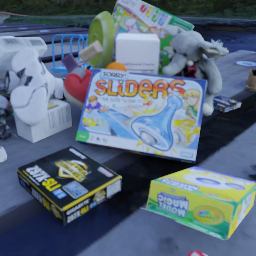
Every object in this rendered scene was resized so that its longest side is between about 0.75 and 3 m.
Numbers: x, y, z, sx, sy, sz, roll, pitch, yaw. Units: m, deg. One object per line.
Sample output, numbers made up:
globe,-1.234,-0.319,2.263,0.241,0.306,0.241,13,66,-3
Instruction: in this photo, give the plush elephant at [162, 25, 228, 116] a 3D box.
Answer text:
plush elephant,1.848,-1.966,8.535,2.193,2.663,2.062,35,4,42

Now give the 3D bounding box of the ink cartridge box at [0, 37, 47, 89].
ink cartridge box,-3.781,-1.963,8.748,2.173,0.545,1.762,-32,1,30

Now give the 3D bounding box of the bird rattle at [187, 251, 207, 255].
bird rattle,0.842,2.306,1.931,2.174,1.502,2.667,-32,35,-21

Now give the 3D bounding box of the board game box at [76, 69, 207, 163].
board game box,0.315,-0.337,6.633,2.786,1.886,0.480,8,-13,14

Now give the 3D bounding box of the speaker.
speaker,-2.910,-1.322,8.766,1.680,0.682,0.682,2,21,-35

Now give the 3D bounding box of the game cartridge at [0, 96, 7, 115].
game cartridge,-4.582,-0.773,7.128,2.553,0.517,1.702,16,-20,-33

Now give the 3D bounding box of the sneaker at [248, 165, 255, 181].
sneaker,3.302,0.823,5.748,1.623,0.488,0.847,-20,37,-29

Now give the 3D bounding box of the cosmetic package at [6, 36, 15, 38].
cosmetic package,-5.126,-2.543,11.092,2.139,1.790,1.779,-23,35,-39

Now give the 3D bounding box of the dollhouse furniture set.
dollhouse furniture set,-1.240,-2.201,9.354,1.382,1.095,0.981,-26,15,23

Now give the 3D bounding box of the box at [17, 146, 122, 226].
box,-1.167,1.015,5.473,1.330,0.411,1.665,-25,36,-38

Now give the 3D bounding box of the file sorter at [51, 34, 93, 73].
file sorter,-1.882,-3.230,12.230,1.735,1.534,2.501,9,18,27

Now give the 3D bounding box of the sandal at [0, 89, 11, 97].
sandal,-3.232,-0.806,9.010,2.144,0.612,0.851,24,24,13

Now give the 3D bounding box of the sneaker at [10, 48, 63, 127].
sneaker,-2.329,-0.869,7.475,0.951,1.454,2.530,-23,55,4

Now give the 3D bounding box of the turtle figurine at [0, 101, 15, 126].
turtle figurine,-3.341,-0.385,8.052,1.302,0.656,0.975,23,37,23

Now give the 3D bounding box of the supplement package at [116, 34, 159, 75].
supplement package,0.272,-1.860,9.199,1.331,2.222,1.347,1,25,1

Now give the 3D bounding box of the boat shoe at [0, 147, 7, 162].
boat shoe,-3.349,0.555,6.416,1.104,0.378,0.398,6,27,11

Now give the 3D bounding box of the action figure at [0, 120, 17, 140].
action figure,-3.388,0.057,7.286,0.939,0.479,0.558,4,12,5

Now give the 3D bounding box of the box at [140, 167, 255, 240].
box,1.109,1.004,4.113,1.144,0.472,1.950,12,8,32

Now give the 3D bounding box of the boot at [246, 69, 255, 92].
boot,5.215,-2.087,11.395,0.709,0.726,1.925,10,27,24

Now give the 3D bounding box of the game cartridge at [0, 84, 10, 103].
game cartridge,-4.710,-0.957,9.311,1.596,0.472,2.461,17,31,28

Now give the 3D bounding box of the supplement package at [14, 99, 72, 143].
supplement package,-2.287,-0.241,7.644,0.743,0.715,1.306,19,32,33

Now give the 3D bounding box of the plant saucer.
plant saucer,-1.064,-3.034,10.071,0.345,2.218,2.218,-1,24,-26

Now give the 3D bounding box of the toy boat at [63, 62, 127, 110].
toy boat,-0.524,-1.137,7.916,2.358,1.541,1.539,30,30,-8

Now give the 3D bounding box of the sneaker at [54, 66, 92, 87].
sneaker,-1.731,-1.907,10.711,2.328,0.965,0.825,-6,30,-12

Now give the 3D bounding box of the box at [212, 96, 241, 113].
box,3.156,-0.813,9.391,0.847,0.212,0.853,-16,30,-31

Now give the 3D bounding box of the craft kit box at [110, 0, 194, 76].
craft kit box,0.487,-2.887,9.910,2.702,2.669,0.656,24,31,1
